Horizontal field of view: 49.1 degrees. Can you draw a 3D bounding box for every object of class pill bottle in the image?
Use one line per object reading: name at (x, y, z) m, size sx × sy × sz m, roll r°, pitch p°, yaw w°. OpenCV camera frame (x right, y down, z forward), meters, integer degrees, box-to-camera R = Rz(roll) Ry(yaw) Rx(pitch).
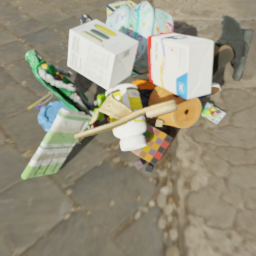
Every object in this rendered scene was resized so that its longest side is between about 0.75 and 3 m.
pill bottle at (-0.022, -0.279, 8.055) m, size 0.986 × 0.986 × 1.773 m, roll -10°, pitch 77°, yaw -10°

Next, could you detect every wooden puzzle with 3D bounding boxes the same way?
wooden puzzle at (0.660, 0.500, 8.491) m, size 0.990 × 0.117 × 1.669 m, roll 30°, pitch 78°, yaw 19°

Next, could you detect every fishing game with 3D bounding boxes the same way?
fishing game at (-2.260, -0.296, 9.553) m, size 2.216 × 0.345 × 1.587 m, roll 31°, pitch 49°, yaw 8°

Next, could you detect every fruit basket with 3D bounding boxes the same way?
fruit basket at (2.974, -0.549, 9.923) m, size 0.786 × 0.369 × 0.728 m, roll 32°, pitch 52°, yaw 25°

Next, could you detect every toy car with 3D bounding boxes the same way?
toy car at (-0.234, -0.372, 8.960) m, size 1.180 × 1.133 × 1.436 m, roll -12°, pitch 51°, yaw -31°

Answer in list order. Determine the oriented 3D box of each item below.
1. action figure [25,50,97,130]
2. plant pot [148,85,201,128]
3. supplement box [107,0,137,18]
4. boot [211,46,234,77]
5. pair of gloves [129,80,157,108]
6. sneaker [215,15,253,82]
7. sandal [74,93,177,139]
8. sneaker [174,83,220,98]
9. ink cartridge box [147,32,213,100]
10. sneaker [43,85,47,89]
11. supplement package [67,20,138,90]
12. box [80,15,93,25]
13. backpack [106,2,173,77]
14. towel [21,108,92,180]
action figure at (-2.065, -1.352, 8.889) m, size 0.793 × 2.898 × 1.712 m, roll -35°, pitch 40°, yaw 15°
plant pot at (1.572, -0.677, 8.856) m, size 1.545 × 1.545 × 1.081 m, roll -18°, pitch 29°, yaw -18°
supplement box at (-0.094, -4.873, 13.383) m, size 1.193 × 1.776 × 1.778 m, roll -21°, pitch 48°, yaw -21°
boot at (2.561, -2.014, 9.014) m, size 1.736 × 0.639 × 0.655 m, roll -32°, pitch 21°, yaw 31°
pair of gloves at (0.605, -1.323, 10.785) m, size 1.486 × 0.206 × 1.667 m, roll 2°, pitch 45°, yaw 6°
sneaker at (3.865, -3.003, 10.557) m, size 1.308 × 0.753 × 2.507 m, roll 15°, pitch 80°, yaw 18°
sandal at (-0.160, -0.469, 6.759) m, size 2.544 × 0.933 × 0.837 m, roll -16°, pitch 88°, yaw 6°
sneaker at (2.277, -1.492, 9.844) m, size 1.815 × 0.661 × 0.768 m, roll -3°, pitch 59°, yaw 20°
ink cartridge box at (1.245, -1.835, 7.812) m, size 0.804 × 1.390 × 2.392 m, roll -16°, pitch 29°, yaw -21°
sneaker at (-2.480, -1.584, 10.252) m, size 0.570 × 1.626 × 0.667 m, roll -47°, pitch 51°, yaw 12°
supplement package at (-0.717, -2.027, 7.686) m, size 1.482 × 1.117 × 1.125 m, roll 33°, pitch 46°, yaw 16°
box at (-1.602, -3.747, 12.177) m, size 0.399 × 1.834 × 1.469 m, roll -17°, pitch 47°, yaw -17°
backpack at (0.300, -3.304, 10.461) m, size 2.088 × 2.462 × 2.774 m, roll 14°, pitch -5°, yaw -36°
towel at (-1.867, 0.400, 7.348) m, size 0.309 × 1.501 × 2.012 m, roll 36°, pitch 98°, yaw 17°
